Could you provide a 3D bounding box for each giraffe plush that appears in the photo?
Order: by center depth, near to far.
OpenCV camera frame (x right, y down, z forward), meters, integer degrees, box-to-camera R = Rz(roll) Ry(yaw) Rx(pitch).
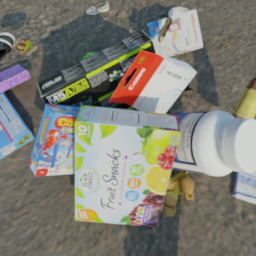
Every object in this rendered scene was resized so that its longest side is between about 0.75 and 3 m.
[{"bbox_3d":[1.313,1.667,7.790,1.154,1.228,1.423,-6,20,-16],"label":"giraffe plush"}]

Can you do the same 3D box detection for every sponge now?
[{"bbox_3d":[-4.742,-1.506,9.885,2.398,0.358,1.338,-32,35,-18],"label":"sponge"}]

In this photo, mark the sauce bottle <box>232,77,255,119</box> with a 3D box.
[{"bbox_3d":[3.775,-1.005,8.328,0.642,0.642,1.946,31,102,19],"label":"sauce bottle"}]

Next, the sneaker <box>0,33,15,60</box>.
[{"bbox_3d":[-3.734,-2.115,7.529,1.313,0.480,0.734,-8,55,19],"label":"sneaker"}]

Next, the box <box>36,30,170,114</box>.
[{"bbox_3d":[-0.446,-0.693,7.646,2.968,2.867,0.705,-29,46,-3],"label":"box"}]

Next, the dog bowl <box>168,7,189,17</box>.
[{"bbox_3d":[2.276,-4.890,12.440,1.006,0.396,1.006,0,56,0],"label":"dog bowl"}]

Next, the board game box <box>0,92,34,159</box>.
[{"bbox_3d":[-4.781,0.287,8.898,2.822,0.516,2.135,-33,62,-20],"label":"board game box"}]

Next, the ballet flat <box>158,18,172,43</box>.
[{"bbox_3d":[1.262,-3.304,9.461,0.216,0.313,0.930,23,83,27],"label":"ballet flat"}]

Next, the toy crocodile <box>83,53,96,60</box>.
[{"bbox_3d":[-0.209,-2.473,10.562,2.933,0.906,0.990,4,17,0],"label":"toy crocodile"}]

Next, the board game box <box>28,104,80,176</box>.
[{"bbox_3d":[-1.336,0.331,6.786,1.688,1.653,0.472,3,28,-40],"label":"board game box"}]

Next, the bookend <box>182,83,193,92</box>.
[{"bbox_3d":[1.767,-1.767,9.796,0.981,0.975,0.452,-10,16,-34],"label":"bookend"}]

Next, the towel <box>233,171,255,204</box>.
[{"bbox_3d":[3.776,1.505,8.292,1.159,0.188,1.578,16,58,10],"label":"towel"}]

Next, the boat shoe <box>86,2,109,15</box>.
[{"bbox_3d":[-1.413,-5.506,12.876,1.108,0.355,0.408,-18,58,-12],"label":"boat shoe"}]

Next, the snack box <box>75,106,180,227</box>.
[{"bbox_3d":[-0.146,1.020,6.540,2.128,2.993,0.793,6,33,-1],"label":"snack box"}]

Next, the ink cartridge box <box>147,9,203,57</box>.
[{"bbox_3d":[1.793,-3.482,10.558,1.841,0.779,1.330,-12,94,14],"label":"ink cartridge box"}]

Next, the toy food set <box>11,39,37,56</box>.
[{"bbox_3d":[-4.349,-3.408,11.563,1.024,0.205,0.707,26,60,16],"label":"toy food set"}]

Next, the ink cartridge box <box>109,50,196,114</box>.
[{"bbox_3d":[0.629,-0.996,6.789,1.870,1.497,0.442,-1,46,-47],"label":"ink cartridge box"}]

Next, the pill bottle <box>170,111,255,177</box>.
[{"bbox_3d":[1.861,0.369,7.178,1.588,1.588,2.861,-45,23,-25],"label":"pill bottle"}]
